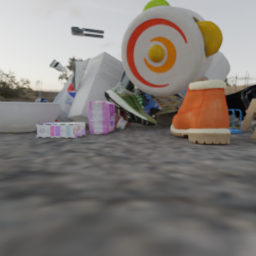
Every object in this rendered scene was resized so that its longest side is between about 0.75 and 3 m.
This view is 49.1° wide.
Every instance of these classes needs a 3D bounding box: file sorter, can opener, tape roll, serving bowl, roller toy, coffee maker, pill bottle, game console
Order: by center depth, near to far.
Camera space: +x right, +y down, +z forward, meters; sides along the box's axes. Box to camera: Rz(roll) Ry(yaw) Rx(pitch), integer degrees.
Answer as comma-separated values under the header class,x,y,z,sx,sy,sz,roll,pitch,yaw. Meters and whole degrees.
class,x,y,z,sx,sy,sz,roll,pitch,yaw
file sorter,2.677,-0.197,8.343,1.137,0.697,0.789,-2,3,-22
coffee maker,3.392,-0.799,8.827,1.493,1.047,1.555,44,-20,-9
roller toy,1.248,-2.382,8.833,2.906,2.651,2.031,31,30,17
serving bowl,-3.594,-0.362,8.962,2.811,0.925,2.811,0,4,0
can opener,-1.454,-3.391,10.025,1.233,0.325,0.410,1,26,-20
pill bottle,-0.446,-0.269,10.055,0.752,0.422,0.422,29,6,4
tape roll,3.041,-2.253,11.571,1.903,1.307,1.903,34,-16,11
game console,2.367,-0.560,12.629,2.481,1.444,2.182,-3,-42,10

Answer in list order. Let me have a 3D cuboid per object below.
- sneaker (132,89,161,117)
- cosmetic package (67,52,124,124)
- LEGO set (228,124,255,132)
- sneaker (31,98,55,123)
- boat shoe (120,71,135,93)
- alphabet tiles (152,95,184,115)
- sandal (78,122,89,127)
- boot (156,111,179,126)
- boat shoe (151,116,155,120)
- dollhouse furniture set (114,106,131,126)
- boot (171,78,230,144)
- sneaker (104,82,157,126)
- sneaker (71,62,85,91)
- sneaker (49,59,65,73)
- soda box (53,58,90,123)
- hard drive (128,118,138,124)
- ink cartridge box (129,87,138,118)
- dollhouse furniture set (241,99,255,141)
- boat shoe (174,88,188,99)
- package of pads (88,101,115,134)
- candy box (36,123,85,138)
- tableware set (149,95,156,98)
class,x,y,z,sx,sy,sz,roll,pitch,yaw
sneaker,0.536,-0.982,10.959,0.904,1.026,2.301,-34,21,-4
cosmetic package,-1.231,-1.426,10.823,1.114,2.627,1.413,25,-13,-30
LEGO set,3.886,0.000,8.487,1.078,0.471,1.661,1,-10,-19
sneaker,-3.988,-0.662,11.987,1.052,1.194,2.679,0,6,7
boat shoe,0.229,-2.238,11.085,0.706,2.495,0.856,29,4,-31
alphabet tiles,1.850,-1.116,12.205,2.221,0.100,2.657,-11,19,-8
sandal,-1.255,-0.125,9.811,1.047,0.283,0.421,13,1,-21
boot,2.279,-0.440,11.583,2.444,0.828,1.597,2,4,15
boat shoe,1.169,-0.501,15.948,1.331,0.497,0.455,12,5,20
dollhouse furniture set,-0.742,-0.654,12.376,0.874,1.156,2.148,-5,4,-28
boot,1.608,-0.406,6.442,0.958,1.369,2.553,-2,2,-6
sneaker,0.230,-0.867,9.630,2.096,0.929,0.806,36,-10,2
sneaker,-1.882,-1.970,10.720,0.483,1.205,0.424,-14,45,-33
sneaker,-3.221,-2.773,12.711,0.504,0.467,1.243,38,0,-37
soda box,-2.191,-1.478,11.658,0.921,2.904,0.991,39,-22,-27
hard drive,0.315,-0.405,15.249,1.685,0.319,1.177,4,5,43
ink cartridge box,0.594,-1.335,13.800,0.663,1.579,1.152,15,25,2
dollhouse furniture set,3.495,0.169,5.611,1.851,0.904,1.578,24,0,-10
boat shoe,1.916,-1.556,10.805,2.363,0.826,0.783,23,-5,3
package of pads,-0.776,-0.333,8.465,0.592,0.943,1.566,1,4,5
candy box,-1.660,0.050,7.005,0.974,0.348,0.817,0,3,10
tableware set,1.277,-2.275,12.370,0.474,1.565,2.367,16,-36,17
